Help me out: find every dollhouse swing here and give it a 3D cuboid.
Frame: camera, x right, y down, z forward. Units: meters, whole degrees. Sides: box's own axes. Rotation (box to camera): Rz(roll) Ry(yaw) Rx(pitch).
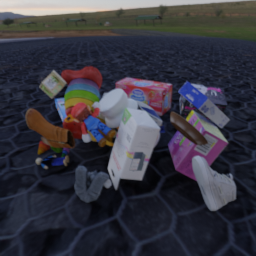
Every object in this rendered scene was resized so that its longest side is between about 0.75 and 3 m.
[{"bbox_3d":[-0.749,0.184,10.581,1.116,1.154,1.270,1,-12,26],"label":"dollhouse swing"}]

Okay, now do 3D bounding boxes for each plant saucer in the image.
[{"bbox_3d":[1.696,0.080,8.132,0.254,1.391,1.391,-49,35,0],"label":"plant saucer"}]

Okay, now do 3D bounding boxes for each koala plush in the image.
[{"bbox_3d":[-1.087,1.721,8.881,1.017,1.054,1.147,15,7,12],"label":"koala plush"}]

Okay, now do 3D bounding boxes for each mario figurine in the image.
[{"bbox_3d":[-1.201,-0.175,9.489,1.739,0.922,1.074,45,49,16],"label":"mario figurine"}]

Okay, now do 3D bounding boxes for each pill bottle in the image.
[{"bbox_3d":[0.024,-0.207,10.584,1.427,2.452,1.427,-28,34,21],"label":"pill bottle"}]

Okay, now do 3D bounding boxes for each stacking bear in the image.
[{"bbox_3d":[-1.893,-0.841,11.076,1.621,1.518,2.670,-5,62,18],"label":"stacking bear"}]

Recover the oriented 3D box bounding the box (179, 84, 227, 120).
[{"bbox_3d":[3.661,-1.308,13.831,1.992,1.143,1.316,8,48,-2],"label":"box"}]

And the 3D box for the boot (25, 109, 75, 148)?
[{"bbox_3d":[-2.699,0.081,9.824,1.374,1.770,0.679,8,43,30],"label":"boot"}]

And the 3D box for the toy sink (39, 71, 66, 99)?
[{"bbox_3d":[-3.125,-1.743,11.537,0.631,0.734,1.126,-52,16,-24],"label":"toy sink"}]

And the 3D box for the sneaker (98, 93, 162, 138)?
[{"bbox_3d":[-0.129,-0.360,12.279,2.899,1.674,1.171,16,28,-28],"label":"sneaker"}]

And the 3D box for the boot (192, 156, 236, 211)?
[{"bbox_3d":[2.431,1.419,7.798,0.897,1.877,0.690,-25,27,-4],"label":"boot"}]

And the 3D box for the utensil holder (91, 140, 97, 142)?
[{"bbox_3d":[-1.369,0.097,12.169,0.697,0.697,0.820,-1,50,-2],"label":"utensil holder"}]

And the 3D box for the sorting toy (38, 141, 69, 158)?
[{"bbox_3d":[-3.021,0.935,11.072,1.454,0.504,0.501,9,49,23],"label":"sorting toy"}]

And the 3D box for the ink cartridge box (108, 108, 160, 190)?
[{"bbox_3d":[0.105,0.740,9.266,0.815,2.420,1.417,9,23,-22],"label":"ink cartridge box"}]

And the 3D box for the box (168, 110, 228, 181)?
[{"bbox_3d":[2.357,0.567,9.894,0.931,1.693,1.925,29,20,-11],"label":"box"}]

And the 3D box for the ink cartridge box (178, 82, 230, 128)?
[{"bbox_3d":[2.660,-0.735,9.653,2.209,0.488,1.038,25,20,-50],"label":"ink cartridge box"}]

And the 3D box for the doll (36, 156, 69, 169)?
[{"bbox_3d":[-2.820,1.235,10.343,1.210,0.293,0.826,-4,26,9],"label":"doll"}]

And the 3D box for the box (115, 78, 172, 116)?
[{"bbox_3d":[0.838,-1.787,15.600,2.912,1.452,1.390,14,28,26],"label":"box"}]

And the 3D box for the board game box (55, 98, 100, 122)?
[{"bbox_3d":[-2.540,-0.985,14.942,2.237,0.541,2.958,-9,26,-19],"label":"board game box"}]

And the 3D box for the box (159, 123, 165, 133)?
[{"bbox_3d":[1.102,-0.207,13.606,1.037,0.277,1.711,-4,26,-9],"label":"box"}]
